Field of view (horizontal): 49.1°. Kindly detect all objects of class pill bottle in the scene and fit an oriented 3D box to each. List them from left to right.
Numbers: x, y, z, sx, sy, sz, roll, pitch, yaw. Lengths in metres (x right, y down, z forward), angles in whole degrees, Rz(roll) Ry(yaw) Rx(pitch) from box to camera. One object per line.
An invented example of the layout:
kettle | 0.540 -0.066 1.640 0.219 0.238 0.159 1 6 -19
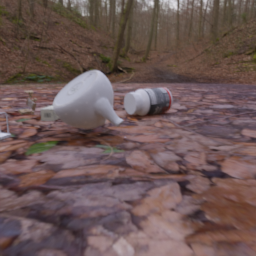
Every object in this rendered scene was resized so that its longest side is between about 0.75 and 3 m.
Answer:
pill bottle | 1.051 -1.370 14.756 2.371 1.373 1.373 -9 15 -33

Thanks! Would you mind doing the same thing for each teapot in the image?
teapot | -1.411 -0.788 10.092 2.350 1.739 2.381 -24 33 20

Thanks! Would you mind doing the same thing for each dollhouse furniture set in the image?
dollhouse furniture set | -5.269 -1.267 14.735 0.648 1.250 0.553 35 28 28

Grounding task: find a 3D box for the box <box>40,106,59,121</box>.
box | -3.605 -0.764 13.751 0.702 0.584 1.708 2 12 10

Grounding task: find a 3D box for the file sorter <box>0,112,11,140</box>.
file sorter | -5.048 -0.077 9.636 1.508 0.939 1.046 4 13 16
